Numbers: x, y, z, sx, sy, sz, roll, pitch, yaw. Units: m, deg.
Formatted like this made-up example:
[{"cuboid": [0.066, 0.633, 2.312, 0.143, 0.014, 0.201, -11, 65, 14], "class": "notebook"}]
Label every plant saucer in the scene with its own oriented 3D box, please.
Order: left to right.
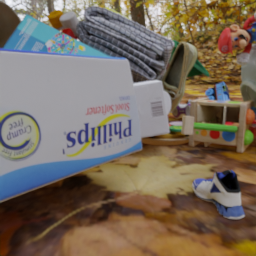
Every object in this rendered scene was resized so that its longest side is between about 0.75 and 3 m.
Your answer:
[{"cuboid": [3.297, -0.586, 6.490, 0.683, 2.723, 2.723, -30, 8, 8], "class": "plant saucer"}]

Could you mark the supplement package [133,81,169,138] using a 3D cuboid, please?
[{"cuboid": [0.281, -0.498, 6.553, 1.071, 1.112, 1.955, -9, 11, 4], "class": "supplement package"}]

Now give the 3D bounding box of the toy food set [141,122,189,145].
[{"cuboid": [0.953, 0.064, 7.556, 1.826, 0.449, 1.845, 3, 11, 17], "class": "toy food set"}]

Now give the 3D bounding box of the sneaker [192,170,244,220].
[{"cuboid": [1.224, 0.767, 3.725, 0.364, 0.520, 0.901, -2, 11, -16], "class": "sneaker"}]

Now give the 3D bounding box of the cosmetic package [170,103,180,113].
[{"cuboid": [1.685, -1.583, 13.123, 0.972, 1.576, 1.581, -3, 11, -18], "class": "cosmetic package"}]

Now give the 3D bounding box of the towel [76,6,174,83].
[{"cuboid": [-0.143, -2.147, 8.197, 2.644, 1.131, 2.189, 27, -6, 1], "class": "towel"}]

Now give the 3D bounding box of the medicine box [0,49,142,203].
[{"cuboid": [-1.738, -0.039, 4.077, 2.894, 1.490, 2.636, -7, 4, 37], "class": "medicine box"}]

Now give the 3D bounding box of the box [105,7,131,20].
[{"cuboid": [-0.870, -2.961, 10.562, 1.052, 2.796, 0.701, 29, 43, 1], "class": "box"}]

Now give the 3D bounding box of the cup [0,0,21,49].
[{"cuboid": [-3.607, -2.257, 6.935, 1.209, 1.691, 1.691, 11, 15, 38], "class": "cup"}]

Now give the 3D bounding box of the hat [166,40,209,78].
[{"cuboid": [2.007, -2.485, 12.918, 2.202, 2.340, 2.658, 18, 35, -45], "class": "hat"}]

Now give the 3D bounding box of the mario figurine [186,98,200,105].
[{"cuboid": [3.646, -1.441, 15.027, 1.071, 0.568, 0.661, 1, 42, 50], "class": "mario figurine"}]

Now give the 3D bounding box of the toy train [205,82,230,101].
[{"cuboid": [3.099, -0.923, 9.617, 0.761, 1.331, 0.577, -19, -43, 31], "class": "toy train"}]

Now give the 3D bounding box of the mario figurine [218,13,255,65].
[{"cuboid": [2.639, -1.895, 5.891, 1.465, 0.904, 0.776, -18, -3, 6], "class": "mario figurine"}]

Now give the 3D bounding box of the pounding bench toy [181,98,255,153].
[{"cuboid": [2.153, -0.054, 6.470, 1.381, 1.100, 1.770, 7, 13, 31], "class": "pounding bench toy"}]

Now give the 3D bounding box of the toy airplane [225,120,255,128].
[{"cuboid": [3.371, -0.193, 9.095, 2.087, 0.384, 2.087, 0, 12, 0], "class": "toy airplane"}]

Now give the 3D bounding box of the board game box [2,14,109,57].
[{"cuboid": [-1.680, -1.356, 6.522, 2.301, 1.737, 0.540, 25, -28, -11], "class": "board game box"}]

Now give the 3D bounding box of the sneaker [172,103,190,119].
[{"cuboid": [2.464, -0.634, 10.542, 0.936, 0.703, 1.879, -5, 12, -23], "class": "sneaker"}]

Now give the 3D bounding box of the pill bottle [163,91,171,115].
[{"cuboid": [0.409, -0.744, 9.099, 1.895, 1.049, 1.049, 0, 8, 45], "class": "pill bottle"}]

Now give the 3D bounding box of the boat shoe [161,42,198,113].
[{"cuboid": [1.611, -1.734, 9.877, 0.925, 2.537, 0.798, 37, 24, 32], "class": "boat shoe"}]

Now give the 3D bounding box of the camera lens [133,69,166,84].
[{"cuboid": [0.394, -1.864, 11.302, 2.051, 2.051, 2.565, -1, -23, -3], "class": "camera lens"}]

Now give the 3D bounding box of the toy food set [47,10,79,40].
[{"cuboid": [-2.020, -2.214, 8.267, 1.390, 1.310, 2.912, -7, 48, 18], "class": "toy food set"}]
